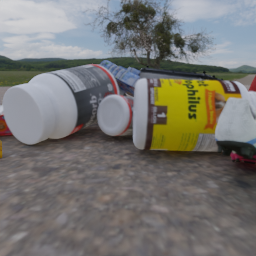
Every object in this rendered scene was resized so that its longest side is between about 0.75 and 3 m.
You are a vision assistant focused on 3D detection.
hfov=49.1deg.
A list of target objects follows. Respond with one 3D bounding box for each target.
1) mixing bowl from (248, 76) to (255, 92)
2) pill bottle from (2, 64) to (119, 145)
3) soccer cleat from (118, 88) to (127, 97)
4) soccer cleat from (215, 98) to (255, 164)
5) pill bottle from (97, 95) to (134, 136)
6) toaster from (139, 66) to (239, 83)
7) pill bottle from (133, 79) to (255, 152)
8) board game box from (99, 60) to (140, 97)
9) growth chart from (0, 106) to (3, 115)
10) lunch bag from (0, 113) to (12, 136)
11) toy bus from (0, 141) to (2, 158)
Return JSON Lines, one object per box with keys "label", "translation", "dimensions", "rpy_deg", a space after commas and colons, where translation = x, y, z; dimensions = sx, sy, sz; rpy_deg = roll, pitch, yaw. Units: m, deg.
{"label": "mixing bowl", "translation": [4.760, -0.897, 9.088], "dimensions": [1.239, 2.288, 2.288], "rpy_deg": [-43, 3, 12]}
{"label": "pill bottle", "translation": [-1.696, -0.705, 7.633], "dimensions": [1.718, 1.718, 2.966], "rpy_deg": [7, 22, 31]}
{"label": "soccer cleat", "translation": [-0.666, -1.376, 12.354], "dimensions": [0.708, 0.875, 2.027], "rpy_deg": [-50, 6, -18]}
{"label": "soccer cleat", "translation": [2.007, 0.115, 4.642], "dimensions": [0.730, 0.902, 2.089], "rpy_deg": [7, -9, 32]}
{"label": "pill bottle", "translation": [0.098, -0.317, 7.620], "dimensions": [1.030, 1.030, 1.778], "rpy_deg": [8, 5, 37]}
{"label": "toaster", "translation": [1.925, -1.036, 9.175], "dimensions": [2.634, 1.563, 2.382], "rpy_deg": [13, 10, 32]}
{"label": "pill bottle", "translation": [1.510, -0.258, 5.983], "dimensions": [2.765, 1.510, 1.510], "rpy_deg": [1, 11, -2]}
{"label": "board game box", "translation": [0.461, -1.652, 11.038], "dimensions": [2.561, 0.790, 2.562], "rpy_deg": [30, 0, 25]}
{"label": "growth chart", "translation": [-4.448, -0.344, 7.312], "dimensions": [2.555, 0.227, 1.849], "rpy_deg": [7, 40, 15]}
{"label": "lunch bag", "translation": [-3.447, -0.178, 8.222], "dimensions": [1.433, 0.587, 1.262], "rpy_deg": [-3, 11, -5]}
{"label": "toy bus", "translation": [-3.153, 0.424, 5.341], "dimensions": [1.306, 0.511, 0.425], "rpy_deg": [-10, 16, -42]}
